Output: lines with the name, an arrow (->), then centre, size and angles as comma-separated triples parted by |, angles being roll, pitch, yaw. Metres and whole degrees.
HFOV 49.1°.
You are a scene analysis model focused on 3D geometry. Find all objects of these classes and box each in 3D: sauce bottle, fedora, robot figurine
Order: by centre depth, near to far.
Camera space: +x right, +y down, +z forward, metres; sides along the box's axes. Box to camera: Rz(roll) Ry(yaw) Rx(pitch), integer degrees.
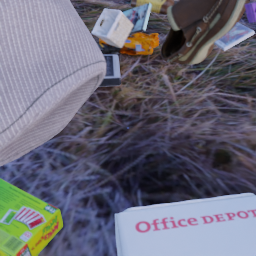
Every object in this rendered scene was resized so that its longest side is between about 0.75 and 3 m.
fedora -> -1.064, -0.345, 2.127 | 2.521, 1.138, 2.230 | -39, 1, -10
sauce bottle -> 1.073, -4.332, 9.770 | 1.927, 0.624, 0.624 | 12, 35, -2
robot figurine -> -0.059, -3.541, 11.501 | 2.457, 0.715, 1.782 | 10, 34, 15

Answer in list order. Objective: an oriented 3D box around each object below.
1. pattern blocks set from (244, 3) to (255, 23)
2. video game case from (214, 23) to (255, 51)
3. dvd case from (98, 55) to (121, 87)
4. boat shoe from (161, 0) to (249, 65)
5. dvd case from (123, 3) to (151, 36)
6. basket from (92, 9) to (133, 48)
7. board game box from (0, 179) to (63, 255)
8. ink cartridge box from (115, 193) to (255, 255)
pattern blocks set -> 2.424, -2.456, 4.330 | 0.179, 1.939, 2.205 | 21, 77, 52
video game case -> 3.166, -2.818, 8.602 | 1.006, 0.116, 0.916 | -29, 38, 5
dvd case -> -1.682, -1.943, 9.510 | 2.780, 0.344, 2.089 | -4, 35, -2
boat shoe -> 1.303, -2.108, 5.354 | 1.085, 2.934, 1.084 | -6, 69, -9
dvd case -> 0.121, -3.312, 8.725 | 1.260, 0.920, 0.139 | 4, -15, 43
basket -> -0.426, -2.821, 7.947 | 0.668, 0.823, 0.830 | 26, 5, -44
board game box -> -2.107, 1.426, 4.577 | 1.859, 0.443, 0.944 | 18, 39, 24
ink cartridge box -> 1.033, 2.177, 2.823 | 2.067, 1.199, 2.801 | -4, 33, -6
